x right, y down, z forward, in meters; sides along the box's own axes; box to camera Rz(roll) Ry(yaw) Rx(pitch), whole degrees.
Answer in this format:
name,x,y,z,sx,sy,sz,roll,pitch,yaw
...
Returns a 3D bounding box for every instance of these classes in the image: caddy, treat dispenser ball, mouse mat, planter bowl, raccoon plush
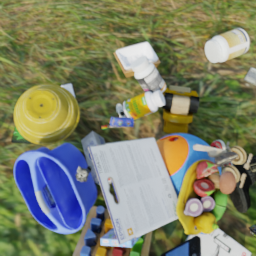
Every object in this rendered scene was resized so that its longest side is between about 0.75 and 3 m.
name,x,y,z,sx,sy,sz,roll,pitch,yaw
caddy,-2.292,1.909,8.764,2.098,2.968,1.558,-11,19,25
treat dispenser ball,1.726,1.486,9.318,2.608,2.608,2.608,0,58,0
mouse mat,-4.005,0.131,11.614,1.478,0.056,1.189,1,58,2
planter bowl,-2.813,-0.614,9.369,2.255,0.939,2.255,1,75,-4
raccoon plush,-1.230,1.147,7.831,0.364,0.505,0.753,17,39,-1

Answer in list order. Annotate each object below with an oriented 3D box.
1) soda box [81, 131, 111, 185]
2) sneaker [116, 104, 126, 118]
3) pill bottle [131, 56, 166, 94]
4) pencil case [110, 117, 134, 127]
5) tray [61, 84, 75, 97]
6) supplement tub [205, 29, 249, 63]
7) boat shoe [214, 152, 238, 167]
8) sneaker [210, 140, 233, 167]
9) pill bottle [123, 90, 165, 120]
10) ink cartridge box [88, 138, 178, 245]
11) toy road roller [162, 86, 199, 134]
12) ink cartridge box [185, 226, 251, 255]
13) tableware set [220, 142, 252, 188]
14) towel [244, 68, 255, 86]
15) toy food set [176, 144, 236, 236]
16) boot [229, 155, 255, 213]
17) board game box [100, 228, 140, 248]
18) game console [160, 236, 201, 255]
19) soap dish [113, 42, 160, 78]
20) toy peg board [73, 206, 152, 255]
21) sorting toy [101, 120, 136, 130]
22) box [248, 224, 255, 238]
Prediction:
name,x,y,z,sx,sy,sz,roll,pitch,yaw
soda box,-1.086,1.104,10.190,0.639,0.687,2.013,-38,46,15
sneaker,-0.287,-0.696,11.909,0.370,0.400,0.986,-14,54,-7
pill bottle,0.736,-1.869,10.283,0.824,1.416,0.824,-26,34,19
pencil case,-0.183,-0.191,8.811,0.776,0.337,0.303,1,35,-15
tray,-2.752,-1.317,12.441,0.777,0.160,1.447,-15,60,-8
supplement tub,4.703,-3.892,13.384,1.744,1.259,1.259,-23,61,-13
boat shoe,2.821,0.920,8.098,0.765,0.281,0.285,-16,31,-13
sneaker,3.254,1.043,9.889,0.512,0.465,1.207,-17,76,-17
pill bottle,0.587,-0.845,10.112,1.390,0.772,0.772,-21,56,22
ink cartridge box,0.169,1.510,7.381,2.422,0.525,2.378,-5,69,-41
toy road roller,2.024,-0.712,11.555,1.415,1.681,2.303,9,22,5
ink cartridge box,2.705,3.938,8.836,1.782,0.751,1.301,34,64,19
tableware set,3.301,1.204,8.892,0.276,1.375,0.909,-19,37,-34
towel,6.016,-2.358,13.083,0.948,0.164,0.912,30,63,17
toy food set,2.245,1.726,7.580,1.527,0.848,2.595,21,81,-32
boot,4.469,1.924,10.043,1.616,0.814,2.162,-2,58,-1
board game box,-0.125,2.937,7.666,0.859,1.136,0.208,-5,89,20
game console,1.063,3.603,7.588,0.963,1.654,1.455,40,31,-12
soap dish,0.393,-3.215,13.273,1.822,0.740,1.433,-19,60,-11
toy peg board,-0.401,3.318,8.606,2.203,1.082,2.212,11,39,8
sorting toy,-0.319,-0.204,10.522,1.386,0.234,0.668,-18,14,-41
box,4.511,2.984,8.497,1.421,1.471,0.350,-32,78,6
